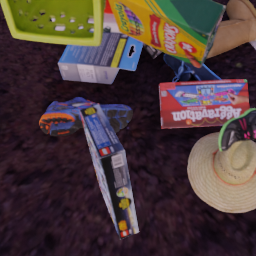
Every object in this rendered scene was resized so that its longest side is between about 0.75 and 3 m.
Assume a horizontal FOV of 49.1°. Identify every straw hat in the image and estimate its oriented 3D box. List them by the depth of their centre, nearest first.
[{"bbox_3d":[2.857,0.856,7.383,2.553,1.080,2.553,0,54,1],"label":"straw hat"}]

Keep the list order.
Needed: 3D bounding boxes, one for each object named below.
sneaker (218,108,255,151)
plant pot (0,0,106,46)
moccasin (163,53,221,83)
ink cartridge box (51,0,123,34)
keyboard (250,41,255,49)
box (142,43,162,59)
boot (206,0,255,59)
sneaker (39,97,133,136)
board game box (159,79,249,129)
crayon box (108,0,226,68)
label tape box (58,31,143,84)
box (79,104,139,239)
[{"bbox_3d":[1.830,0.035,4.412,1.024,0.393,0.429,-34,37,-14],"label":"sneaker"},{"bbox_3d":[-1.746,-3.851,7.261,2.491,2.503,2.271,6,48,2],"label":"plant pot"},{"bbox_3d":[2.101,-1.721,9.275,0.880,1.039,2.581,-44,66,-11],"label":"moccasin"},{"bbox_3d":[-1.424,-3.980,10.079,2.700,2.343,0.588,9,64,6],"label":"ink cartridge box"},{"bbox_3d":[5.142,-3.060,10.862,0.376,0.071,1.335,-9,55,-13],"label":"keyboard"},{"bbox_3d":[1.328,-4.312,10.618,2.769,0.689,2.184,-39,90,-16],"label":"box"},{"bbox_3d":[3.651,-4.019,11.018,2.908,0.962,2.546,-19,54,-11],"label":"boot"},{"bbox_3d":[-1.230,-0.490,8.436,2.750,1.036,1.079,-1,49,-3],"label":"sneaker"},{"bbox_3d":[2.337,-0.736,8.609,2.695,0.262,1.388,-3,89,-2],"label":"board game box"},{"bbox_3d":[0.601,-2.481,6.278,2.775,1.761,0.705,28,87,12],"label":"crayon box"},{"bbox_3d":[-0.858,-2.487,9.879,2.634,0.871,1.887,8,54,8],"label":"label tape box"},{"bbox_3d":[-0.313,0.741,4.677,0.381,1.912,1.309,-17,37,-11],"label":"box"}]
